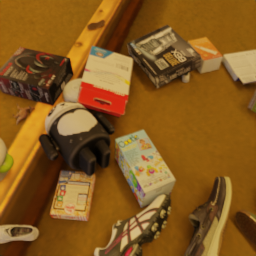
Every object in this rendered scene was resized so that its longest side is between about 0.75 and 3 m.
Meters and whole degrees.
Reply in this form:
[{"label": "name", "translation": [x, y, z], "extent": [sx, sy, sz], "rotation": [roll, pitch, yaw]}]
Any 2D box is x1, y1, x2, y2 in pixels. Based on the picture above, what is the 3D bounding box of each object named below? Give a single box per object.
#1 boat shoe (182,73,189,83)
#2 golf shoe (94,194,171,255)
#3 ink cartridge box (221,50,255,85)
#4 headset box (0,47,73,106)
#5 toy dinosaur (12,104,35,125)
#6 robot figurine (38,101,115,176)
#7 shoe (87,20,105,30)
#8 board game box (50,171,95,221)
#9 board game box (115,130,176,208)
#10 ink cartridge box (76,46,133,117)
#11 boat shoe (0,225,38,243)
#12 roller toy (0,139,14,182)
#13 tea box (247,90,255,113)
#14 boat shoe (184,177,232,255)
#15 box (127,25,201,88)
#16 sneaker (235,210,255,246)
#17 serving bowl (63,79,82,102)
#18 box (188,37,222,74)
[{"label": "boat shoe", "translation": [2.457, -2.447, 11.906], "extent": [0.429, 0.390, 1.167], "rotation": [-1, 52, -1]}, {"label": "golf shoe", "translation": [0.220, 2.694, 7.544], "extent": [1.164, 1.020, 2.642], "rotation": [23, 54, 31]}, {"label": "ink cartridge box", "translation": [5.274, -2.536, 11.971], "extent": [1.911, 0.389, 1.914], "rotation": [-10, 53, -7]}, {"label": "headset box", "translation": [-3.836, -2.142, 11.291], "extent": [2.607, 0.978, 1.938], "rotation": [15, 54, 11]}, {"label": "toy dinosaur", "translation": [-3.896, -0.537, 10.457], "extent": [0.626, 0.396, 0.923], "rotation": [10, 58, -1]}, {"label": "robot figurine", "translation": [-1.593, 0.267, 9.007], "extent": [1.613, 1.942, 2.585], "rotation": [-51, 59, 16]}, {"label": "shoe", "translation": [-1.614, -5.150, 14.113], "extent": [0.989, 0.264, 0.346], "rotation": [-24, 88, -13]}, {"label": "board game box", "translation": [-1.644, 2.024, 8.485], "extent": [1.084, 0.331, 1.431], "rotation": [4, 52, 3]}, {"label": "board game box", "translation": [0.440, 1.224, 8.642], "extent": [1.041, 1.023, 1.986], "rotation": [-18, 55, -18]}, {"label": "ink cartridge box", "translation": [-0.888, -1.573, 10.563], "extent": [1.743, 1.009, 2.999], "rotation": [16, 52, -10]}, {"label": "boat shoe", "translation": [-3.208, 2.901, 7.722], "extent": [1.371, 0.470, 0.494], "rotation": [4, 52, 3]}, {"label": "roller toy", "translation": [-4.554, 1.019, 8.707], "extent": [1.570, 1.203, 1.721], "rotation": [-30, 68, -27]}, {"label": "tea box", "translation": [5.752, -1.122, 10.403], "extent": [1.700, 1.136, 1.673], "rotation": [-37, 61, -25]}, {"label": "boat shoe", "translation": [2.127, 2.541, 7.604], "extent": [0.958, 1.082, 2.956], "rotation": [17, 55, 13]}, {"label": "box", "translation": [1.469, -3.113, 11.948], "extent": [2.115, 0.667, 2.682], "rotation": [-27, 53, -6]}, {"label": "sneaker", "translation": [3.865, 2.946, 7.666], "extent": [0.828, 0.619, 1.845], "rotation": [-9, 41, -35]}, {"label": "serving bowl", "translation": [-1.948, -1.503, 11.145], "extent": [1.365, 0.449, 1.365], "rotation": [0, 53, 1]}, {"label": "box", "translation": [3.294, -3.190, 12.272], "extent": [0.913, 0.715, 1.467], "rotation": [-16, 54, -12]}]
